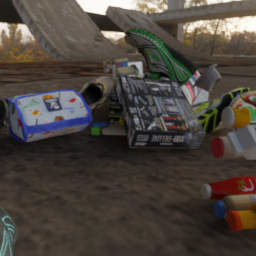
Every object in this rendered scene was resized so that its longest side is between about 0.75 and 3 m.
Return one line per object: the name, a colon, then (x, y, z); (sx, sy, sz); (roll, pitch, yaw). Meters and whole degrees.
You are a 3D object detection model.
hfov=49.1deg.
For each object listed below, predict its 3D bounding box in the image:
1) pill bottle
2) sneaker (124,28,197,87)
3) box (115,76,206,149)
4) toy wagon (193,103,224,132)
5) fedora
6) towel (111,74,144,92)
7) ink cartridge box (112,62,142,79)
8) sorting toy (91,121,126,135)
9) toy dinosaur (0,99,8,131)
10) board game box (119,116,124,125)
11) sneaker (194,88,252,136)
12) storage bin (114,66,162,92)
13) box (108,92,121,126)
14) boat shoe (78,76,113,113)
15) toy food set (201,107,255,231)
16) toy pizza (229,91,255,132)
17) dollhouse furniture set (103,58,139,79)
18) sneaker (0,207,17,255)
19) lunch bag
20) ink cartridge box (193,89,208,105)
pill bottle: (1.708, -1.229, 10.472); (1.584, 1.584, 2.650); (8, 32, 25)
sneaker: (0.878, -2.327, 9.346); (2.743, 1.168, 1.070); (40, 9, 14)
box: (0.784, -0.501, 7.801); (1.921, 0.606, 2.436); (2, 42, -16)
toy wagon: (2.841, -0.313, 9.349); (1.638, 0.324, 1.271); (11, 42, 25)
fedora: (2.409, -1.396, 8.332); (0.941, 0.481, 1.064); (-40, -13, -9)
towel: (-0.587, -2.010, 13.599); (1.755, 0.457, 2.648); (-21, 2, -40)
ink cartridge box: (0.031, -2.832, 15.941); (0.952, 1.675, 2.299); (2, 16, 21)
sorting toy: (-0.009, 0.078, 8.467); (2.358, 0.321, 1.328); (1, 13, 15)
toy dinosaur: (-3.921, -0.540, 8.537); (0.624, 1.220, 0.470); (4, 7, -11)
board game box: (0.600, -0.363, 8.662); (1.637, 0.245, 0.782); (2, 31, 8)
sneaker: (2.775, -0.611, 8.641); (2.348, 0.885, 0.897); (-26, 21, -5)
storage bin: (0.748, -1.545, 11.639); (1.851, 2.005, 2.756); (-2, 13, 34)
box: (-0.054, -0.597, 9.329); (1.170, 1.130, 0.278); (3, 17, -1)
boat shoe: (-1.295, -1.286, 10.692); (0.842, 1.016, 2.828); (-37, 8, 44)
toy food set: (1.803, 0.695, 4.769); (1.107, 1.174, 2.460); (-2, 48, -7)
toy pizza: (3.828, -0.247, 7.546); (2.209, 0.350, 2.209); (1, 54, -1)
dollhouse furniture set: (-0.322, -2.386, 12.676); (1.318, 0.911, 1.396); (-12, 41, -17)
sneaker: (-1.846, 1.276, 3.425); (0.994, 1.045, 2.636); (-12, 19, -31)
lunch bag: (-2.319, -0.355, 8.054); (1.925, 1.402, 2.264); (-12, 18, -29)
ink cartridge box: (2.342, -1.850, 13.905); (1.637, 0.957, 2.822); (-14, 21, -38)
